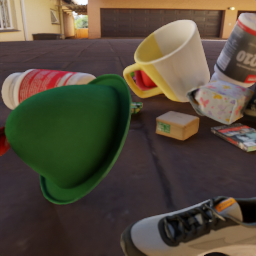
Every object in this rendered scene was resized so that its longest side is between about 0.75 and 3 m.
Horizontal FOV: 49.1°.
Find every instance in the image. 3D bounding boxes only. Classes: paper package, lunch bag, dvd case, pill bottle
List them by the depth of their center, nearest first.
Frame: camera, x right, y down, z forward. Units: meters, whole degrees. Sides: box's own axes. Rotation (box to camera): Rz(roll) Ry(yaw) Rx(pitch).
[{"bbox_3d":[2.777,0.193,6.762,0.942,0.142,1.290,-8,21,-20],"label":"dvd case"},{"bbox_3d":[1.235,-0.072,7.054,0.825,0.427,0.786,17,27,36],"label":"paper package"},{"bbox_3d":[-2.106,-0.851,7.652,2.558,1.436,1.436,10,23,24],"label":"pill bottle"},{"bbox_3d":[2.678,-0.833,8.300,1.542,0.980,1.307,30,35,33],"label":"lunch bag"},{"bbox_3d":[3.923,-2.353,9.580,1.499,2.633,1.499,10,40,-9],"label":"pill bottle"}]

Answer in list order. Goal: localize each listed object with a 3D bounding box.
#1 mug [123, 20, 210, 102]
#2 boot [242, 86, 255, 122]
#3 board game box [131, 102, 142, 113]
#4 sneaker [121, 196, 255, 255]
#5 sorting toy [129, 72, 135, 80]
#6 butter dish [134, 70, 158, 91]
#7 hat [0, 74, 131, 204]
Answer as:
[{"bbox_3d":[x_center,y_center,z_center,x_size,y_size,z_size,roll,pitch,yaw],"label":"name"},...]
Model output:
[{"bbox_3d":[1.493,-2.067,9.566,2.660,2.183,2.130,9,57,47],"label":"mug"},{"bbox_3d":[4.088,-0.729,7.375,1.782,1.346,0.643,15,-8,36],"label":"boot"},{"bbox_3d":[-0.459,-0.637,8.701,1.681,0.197,0.881,1,15,13],"label":"board game box"},{"bbox_3d":[0.854,1.148,3.303,1.917,0.760,0.708,-5,33,-9],"label":"sneaker"},{"bbox_3d":[0.742,-2.631,13.748,1.487,0.610,0.893,-32,20,-34],"label":"sorting toy"},{"bbox_3d":[1.681,-2.819,11.418,2.826,2.089,2.818,-3,32,-1],"label":"butter dish"},{"bbox_3d":[-1.525,-0.252,3.894,2.219,2.358,2.679,-29,44,33],"label":"hat"}]
